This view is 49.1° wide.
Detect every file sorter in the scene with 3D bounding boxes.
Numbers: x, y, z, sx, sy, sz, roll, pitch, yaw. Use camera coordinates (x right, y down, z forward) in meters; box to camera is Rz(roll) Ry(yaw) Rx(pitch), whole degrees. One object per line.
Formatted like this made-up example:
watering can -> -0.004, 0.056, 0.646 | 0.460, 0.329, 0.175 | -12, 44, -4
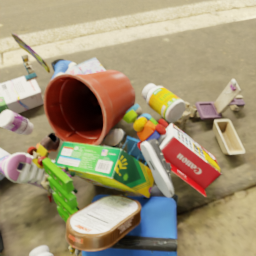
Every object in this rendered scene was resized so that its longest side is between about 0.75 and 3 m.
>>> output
file sorter -> 0.475, 1.231, 10.804 | 1.556, 1.079, 0.954 | 21, 54, 17

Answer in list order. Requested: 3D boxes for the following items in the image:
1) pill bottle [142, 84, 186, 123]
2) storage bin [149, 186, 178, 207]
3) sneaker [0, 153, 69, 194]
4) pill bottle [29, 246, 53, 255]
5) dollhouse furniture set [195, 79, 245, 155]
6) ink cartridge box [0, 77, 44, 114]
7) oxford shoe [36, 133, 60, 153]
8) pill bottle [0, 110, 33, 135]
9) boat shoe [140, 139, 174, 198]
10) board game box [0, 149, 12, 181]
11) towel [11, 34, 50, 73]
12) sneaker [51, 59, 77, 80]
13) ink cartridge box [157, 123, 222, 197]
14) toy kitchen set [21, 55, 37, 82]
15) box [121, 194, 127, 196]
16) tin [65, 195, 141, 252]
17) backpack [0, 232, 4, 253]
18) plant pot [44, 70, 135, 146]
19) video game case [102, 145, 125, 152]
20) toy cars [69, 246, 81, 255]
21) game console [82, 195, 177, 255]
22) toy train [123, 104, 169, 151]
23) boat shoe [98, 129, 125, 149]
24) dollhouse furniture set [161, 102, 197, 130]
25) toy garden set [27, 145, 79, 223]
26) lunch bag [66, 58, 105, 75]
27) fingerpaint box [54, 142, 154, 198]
pill bottle -> 1.403, -1.090, 11.564 | 1.005, 1.005, 1.811 | -30, 49, -21
storage bin -> 0.979, 2.694, 9.797 | 0.912, 0.988, 1.358 | 29, 56, 33
sneaker -> -3.262, 1.566, 9.822 | 1.219, 2.757, 1.109 | -2, 66, 38
pill bottle -> -2.538, 4.338, 8.555 | 0.738, 0.738, 1.268 | -24, 55, -18
dollhouse furniture set -> 4.629, -0.504, 11.486 | 2.286, 2.048, 2.885 | -3, 59, -19
ink cartridge box -> -5.182, -1.499, 13.106 | 2.031, 0.853, 1.471 | -23, 55, -18
oxford shoe -> -2.836, 0.511, 10.606 | 0.627, 1.761, 0.639 | 40, 97, -5
pill bottle -> -4.228, -0.150, 10.656 | 0.688, 1.226, 0.688 | -10, 66, 24
boat shoe -> 0.983, 1.142, 8.209 | 0.586, 0.618, 1.768 | -25, 84, -24
board game box -> -6.113, 1.582, 10.596 | 2.641, 0.576, 2.654 | 24, 50, 25
towel -> -3.646, -2.806, 10.575 | 1.638, 1.176, 0.186 | 43, 81, 2
sneaker -> -3.577, -2.843, 14.218 | 1.095, 0.755, 1.968 | 25, 51, 11
ink cartridge box -> 2.109, 1.070, 9.815 | 2.158, 0.905, 1.895 | 37, 19, -7
toy kitchen set -> -4.047, -2.383, 11.186 | 0.479, 0.651, 0.813 | -26, 75, -18
box -> -0.225, 3.343, 9.380 | 0.732, 0.672, 2.090 | -7, 51, -6
tin -> -0.632, 2.565, 7.886 | 1.415, 0.529, 2.528 | 6, 12, 34
backpack -> -5.303, 3.627, 8.516 | 2.608, 1.651, 2.176 | -24, 39, -19
plant pot -> -1.290, -1.012, 11.307 | 2.933, 2.933, 2.852 | 28, 33, 20
video game case -> -0.704, 0.996, 10.859 | 0.891, 0.980, 0.114 | 18, 60, -18
toy cars -> -1.684, 3.812, 8.824 | 0.174, 0.784, 0.351 | 21, 69, 26
game console -> 0.104, 3.600, 8.846 | 2.820, 2.407, 1.669 | 1, 9, 8
toy train -> 0.439, -0.005, 9.884 | 1.566, 1.146, 2.707 | 45, 18, 0
boat shoe -> -0.572, 0.549, 10.859 | 0.513, 1.658, 0.621 | 5, 55, -38
dollhouse furniture set -> 2.108, -0.761, 12.759 | 1.614, 0.898, 1.428 | 35, 35, 25
toy garden set -> -2.129, 1.835, 8.695 | 0.521, 2.611, 2.177 | -32, 48, -32
lunch bag -> -2.002, -2.275, 13.512 | 1.957, 1.244, 1.660 | -27, 56, -13
fingerpaint box -> -0.750, 1.363, 9.300 | 2.593, 2.163, 0.951 | 4, 66, 38
